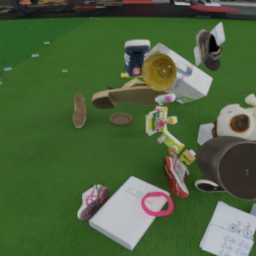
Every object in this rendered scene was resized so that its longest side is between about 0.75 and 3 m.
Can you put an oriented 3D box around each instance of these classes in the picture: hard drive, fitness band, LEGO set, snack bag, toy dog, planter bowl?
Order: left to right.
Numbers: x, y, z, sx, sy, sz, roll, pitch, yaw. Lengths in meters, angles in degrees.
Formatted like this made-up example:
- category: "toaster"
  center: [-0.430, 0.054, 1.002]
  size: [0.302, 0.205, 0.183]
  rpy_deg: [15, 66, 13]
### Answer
- category: "hard drive"
  center: [0.101, 2.583, 8.907]
  size: [1.532, 0.310, 2.322]
  rpy_deg: [20, 38, 28]
- category: "fitness band"
  center: [0.907, 2.391, 8.786]
  size: [1.076, 0.201, 0.773]
  rpy_deg: [3, 49, -26]
- category: "planter bowl"
  center: [1.064, -1.780, 8.873]
  size: [1.180, 1.180, 0.492]
  rpy_deg: [18, 23, 25]
- category: "LEGO set"
  center: [1.036, 0.162, 7.621]
  size: [0.958, 2.083, 0.775]
  rpy_deg: [-15, 6, 37]
- category: "snack bag"
  center: [2.243, 2.284, 6.081]
  size: [1.058, 1.122, 0.120]
  rpy_deg: [23, 0, -3]
- category: "toy dog"
  center: [4.560, 0.106, 10.827]
  size: [2.804, 2.718, 1.956]
  rpy_deg: [18, -15, -22]

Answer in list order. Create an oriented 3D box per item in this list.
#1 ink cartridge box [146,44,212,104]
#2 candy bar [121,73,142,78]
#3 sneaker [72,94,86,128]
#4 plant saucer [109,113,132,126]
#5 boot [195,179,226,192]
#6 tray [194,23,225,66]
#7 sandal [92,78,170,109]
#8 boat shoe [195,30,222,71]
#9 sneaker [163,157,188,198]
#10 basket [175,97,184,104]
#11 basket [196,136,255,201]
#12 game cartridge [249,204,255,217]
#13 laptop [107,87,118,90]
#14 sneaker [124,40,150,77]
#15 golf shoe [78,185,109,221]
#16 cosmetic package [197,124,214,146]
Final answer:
- category: "ink cartridge box"
  center: [1.870, -2.156, 11.509]
  size: [2.658, 1.557, 0.895]
  rpy_deg: [30, 73, -14]
- category: "candy bar"
  center: [0.597, -3.427, 18.227]
  size: [2.135, 0.237, 0.532]
  rpy_deg: [-1, 33, -1]
- category: "sneaker"
  center: [-2.368, -0.657, 13.762]
  size: [0.638, 1.007, 1.791]
  rpy_deg: [-1, 63, -6]
- category: "plant saucer"
  center: [-0.358, -0.421, 13.665]
  size: [1.109, 0.163, 1.109]
  rpy_deg: [0, 32, 0]
- category: "boot"
  center: [2.881, 1.852, 9.962]
  size: [1.163, 0.421, 0.839]
  rpy_deg: [6, 32, -6]
- category: "tray"
  center: [3.755, -3.961, 13.348]
  size: [0.227, 2.044, 1.097]
  rpy_deg: [10, 63, -23]
- category: "sandal"
  center: [0.098, -1.357, 9.894]
  size: [2.860, 1.049, 0.941]
  rpy_deg: [-5, 58, 17]
- category: "boat shoe"
  center: [3.381, -3.056, 11.466]
  size: [0.757, 2.032, 0.745]
  rpy_deg: [-47, 40, -5]
- category: "sneaker"
  center: [1.813, 1.656, 9.924]
  size: [0.803, 0.761, 1.956]
  rpy_deg: [-2, 33, -5]
- category: "basket"
  center: [2.830, -1.740, 15.186]
  size: [0.782, 0.617, 0.887]
  rpy_deg: [-31, 75, -38]
- category: "basket"
  center: [2.347, 0.812, 5.981]
  size: [1.713, 1.292, 1.900]
  rpy_deg: [12, 0, 13]
- category: "game cartridge"
  center: [4.396, 2.901, 8.504]
  size: [1.366, 0.262, 0.885]
  rpy_deg: [21, 34, 29]
- category: "laptop"
  center: [-0.598, -2.212, 16.125]
  size: [0.829, 0.483, 0.936]
  rpy_deg: [23, 40, 30]
- category: "sneaker"
  center: [0.337, -2.683, 11.255]
  size: [1.000, 1.127, 2.668]
  rpy_deg: [-2, -2, -1]
- category: "golf shoe"
  center: [-1.236, 2.394, 9.026]
  size: [0.706, 0.556, 1.532]
  rpy_deg: [10, 25, 22]
- category: "cosmetic package"
  center: [3.537, 0.644, 11.370]
  size: [0.614, 0.874, 1.724]
  rpy_deg: [-9, 35, -14]
